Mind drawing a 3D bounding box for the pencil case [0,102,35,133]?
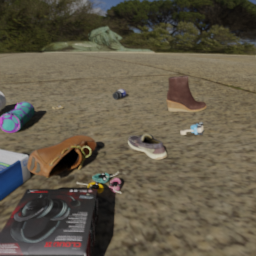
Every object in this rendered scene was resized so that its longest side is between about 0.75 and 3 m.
[{"bbox_3d":[-4.802,-0.513,12.193,0.924,0.851,2.000,25,18,-8],"label":"pencil case"}]

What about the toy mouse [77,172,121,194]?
[{"bbox_3d":[-0.573,1.506,7.600,1.226,0.237,1.090,12,24,29],"label":"toy mouse"}]

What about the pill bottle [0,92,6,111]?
[{"bbox_3d":[-6.824,-1.002,12.797,1.368,1.368,2.504,6,20,16],"label":"pill bottle"}]

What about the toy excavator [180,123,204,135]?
[{"bbox_3d":[2.608,0.097,11.368,0.804,0.401,0.782,-4,16,30],"label":"toy excavator"}]

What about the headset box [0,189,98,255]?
[{"bbox_3d":[-1.445,2.050,5.271,1.590,0.825,2.137,0,19,0],"label":"headset box"}]

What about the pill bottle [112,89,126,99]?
[{"bbox_3d":[-0.529,-1.996,16.733,0.523,0.523,0.935,11,23,27],"label":"pill bottle"}]

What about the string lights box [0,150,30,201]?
[{"bbox_3d":[-3.833,1.426,6.968,1.346,0.773,2.620,9,22,17],"label":"string lights box"}]

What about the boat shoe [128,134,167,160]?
[{"bbox_3d":[0.631,0.509,9.697,0.696,0.627,1.934,-14,21,-26],"label":"boat shoe"}]

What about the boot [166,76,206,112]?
[{"bbox_3d":[3.002,-1.722,14.142,2.144,1.784,0.776,-3,20,-8],"label":"boot"}]

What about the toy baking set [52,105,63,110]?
[{"bbox_3d":[-3.757,-1.077,14.895,0.547,0.083,0.713,-11,23,-35],"label":"toy baking set"}]

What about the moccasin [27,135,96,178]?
[{"bbox_3d":[-1.710,0.822,8.310,1.005,0.953,2.605,27,15,19],"label":"moccasin"}]
